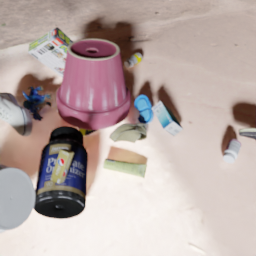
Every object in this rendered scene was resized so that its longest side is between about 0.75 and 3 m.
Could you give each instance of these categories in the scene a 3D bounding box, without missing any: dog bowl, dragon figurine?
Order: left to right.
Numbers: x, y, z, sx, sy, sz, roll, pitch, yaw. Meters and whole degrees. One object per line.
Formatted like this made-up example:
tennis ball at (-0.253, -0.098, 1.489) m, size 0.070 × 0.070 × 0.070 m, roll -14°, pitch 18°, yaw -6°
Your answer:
dragon figurine at (-3.990, -1.184, 11.622) m, size 1.184 × 0.701 × 2.382 m, roll -24°, pitch 51°, yaw -38°
dog bowl at (0.669, -0.711, 11.348) m, size 0.677 × 0.301 × 1.214 m, roll -24°, pitch 68°, yaw 30°

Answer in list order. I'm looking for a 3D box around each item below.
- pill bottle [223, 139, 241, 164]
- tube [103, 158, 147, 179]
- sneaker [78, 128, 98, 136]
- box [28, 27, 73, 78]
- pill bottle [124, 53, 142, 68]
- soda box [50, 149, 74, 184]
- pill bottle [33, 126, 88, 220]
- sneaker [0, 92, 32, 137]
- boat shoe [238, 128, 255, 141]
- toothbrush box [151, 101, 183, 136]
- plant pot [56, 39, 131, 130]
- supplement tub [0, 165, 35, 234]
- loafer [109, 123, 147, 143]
pill bottle at (3.772, 0.851, 10.173) m, size 0.480 × 0.480 × 0.848 m, roll 23°, pitch 53°, yaw 19°
tube at (-0.116, 1.393, 9.782) m, size 1.508 × 0.391 × 0.437 m, roll 9°, pitch 91°, yaw 7°
sneaker at (-1.169, -0.336, 11.113) m, size 1.826 × 0.675 × 0.751 m, roll -18°, pitch 49°, yaw -16°
box at (-2.549, -2.806, 11.641) m, size 1.525 × 2.771 × 0.481 m, roll -20°, pitch 59°, yaw 23°
pill bottle at (0.243, -3.318, 13.860) m, size 0.495 × 0.495 × 0.906 m, roll 37°, pitch 58°, yaw 28°
soda box at (-1.809, 1.045, 7.695) m, size 0.291 × 0.308 × 0.910 m, roll 21°, pitch 95°, yaw 13°
pill bottle at (-2.088, 1.347, 9.016) m, size 1.550 × 1.550 × 2.772 m, roll -3°, pitch 49°, yaw -3°
sneaker at (-4.574, -0.508, 10.674) m, size 0.981 × 1.012 × 2.772 m, roll -4°, pitch 32°, yaw -45°
boat shoe at (5.016, 0.427, 10.062) m, size 2.038 × 0.733 × 0.661 m, roll 9°, pitch 86°, yaw 10°
toothbrush box at (1.525, -0.358, 10.922) m, size 0.502 × 0.861 × 1.176 m, roll -39°, pitch 50°, yaw 19°
plant pot at (-1.303, -1.805, 10.774) m, size 2.951 × 2.641 × 2.951 m, roll 4°, pitch 39°, yaw -3°
supplement tub at (-4.032, 1.967, 7.690) m, size 2.540 × 1.847 × 1.847 m, roll -10°, pitch 42°, yaw 30°
loafer at (0.097, 0.233, 10.175) m, size 1.833 × 0.694 × 0.626 m, roll -13°, pitch 58°, yaw -45°
